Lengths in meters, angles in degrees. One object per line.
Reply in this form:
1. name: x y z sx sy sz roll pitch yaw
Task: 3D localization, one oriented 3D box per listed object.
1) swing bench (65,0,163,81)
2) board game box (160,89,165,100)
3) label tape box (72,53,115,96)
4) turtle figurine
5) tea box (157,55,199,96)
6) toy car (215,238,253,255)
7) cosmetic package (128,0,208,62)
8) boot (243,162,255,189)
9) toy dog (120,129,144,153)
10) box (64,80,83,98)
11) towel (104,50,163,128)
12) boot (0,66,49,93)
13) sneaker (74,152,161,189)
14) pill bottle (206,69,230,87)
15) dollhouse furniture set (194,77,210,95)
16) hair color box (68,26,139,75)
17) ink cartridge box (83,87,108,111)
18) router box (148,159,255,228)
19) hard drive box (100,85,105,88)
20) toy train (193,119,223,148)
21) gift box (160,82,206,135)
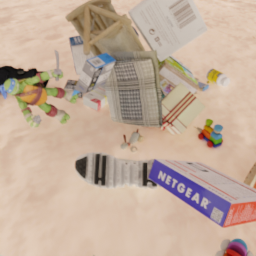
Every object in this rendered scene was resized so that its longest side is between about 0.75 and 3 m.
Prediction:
1. swing bench: -0.519 -2.896 10.172 1.837 2.816 2.831 -33 48 6
2. board game box: 0.731 -1.066 10.408 1.221 0.826 0.172 -38 20 -5
3. label tape box: -1.107 -1.572 8.951 0.470 1.484 1.070 40 41 10
4. turtle figurine: -2.395 -0.847 8.641 2.433 2.359 1.751 -13 75 25
5. tea box: 1.725 -2.091 11.564 1.799 1.202 1.770 29 31 -23
6. toy car: 2.337 2.769 6.116 0.718 0.616 0.821 24 43 30
7. cosmetic package: 1.306 -3.864 10.048 1.921 1.933 2.310 -33 21 12
8. boot: 4.402 1.201 8.131 1.272 0.890 2.372 29 53 29
9. toy dog: 0.138 0.358 9.519 0.625 0.456 0.947 14 39 18
10. box: -2.375 -1.758 12.465 0.846 0.267 1.073 8 36 -2
11. towel: 0.062 -1.234 8.960 0.419 2.427 2.337 -20 20 -39
12. boot: -5.088 -1.919 12.042 2.408 1.094 2.866 11 31 21
13. sneaker: -0.206 1.238 7.918 2.593 0.974 1.051 7 -6 3
14. pill bottle: 4.196 -2.316 13.036 0.589 0.589 1.058 -21 42 -26
15. dollhouse furniture set: 3.055 -2.126 12.693 1.058 0.691 0.999 -29 45 -34
16. hair color box: -1.003 -3.369 12.239 2.890 1.445 0.875 -13 46 -10
17. ink cartridge box: -1.265 -1.234 11.617 0.748 0.430 1.031 25 45 20
18. router box: 1.791 1.330 6.200 1.848 0.503 2.059 9 12 -40
19. hard drive box: -0.341 -2.029 12.454 1.631 0.804 2.093 -25 43 -29
20. toy train: 2.725 0.012 9.709 0.574 0.785 1.357 -17 40 -22
21. gift box: 1.499 -0.613 9.512 1.490 1.375 1.391 43 85 4
